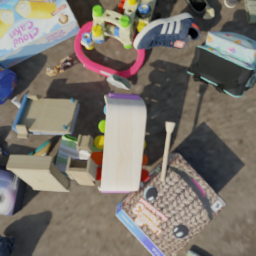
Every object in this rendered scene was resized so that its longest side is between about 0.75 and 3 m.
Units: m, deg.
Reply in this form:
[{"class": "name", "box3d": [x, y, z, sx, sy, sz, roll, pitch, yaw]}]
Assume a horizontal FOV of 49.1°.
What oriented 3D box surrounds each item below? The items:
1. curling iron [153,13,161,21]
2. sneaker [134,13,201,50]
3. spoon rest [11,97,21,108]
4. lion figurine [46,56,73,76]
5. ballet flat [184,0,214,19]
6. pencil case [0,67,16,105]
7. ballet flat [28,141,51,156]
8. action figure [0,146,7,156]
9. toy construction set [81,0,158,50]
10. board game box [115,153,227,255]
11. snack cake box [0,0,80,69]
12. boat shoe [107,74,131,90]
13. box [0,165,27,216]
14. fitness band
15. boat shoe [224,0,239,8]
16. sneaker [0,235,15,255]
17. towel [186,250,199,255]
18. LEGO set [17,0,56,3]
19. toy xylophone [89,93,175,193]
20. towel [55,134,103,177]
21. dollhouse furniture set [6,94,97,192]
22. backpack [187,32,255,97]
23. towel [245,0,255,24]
[{"class": "curling iron", "box3d": [0.725, -3.009, 8.613, 0.281, 0.145, 1.133, 17, 99, -41]}, {"class": "sneaker", "box3d": [1.107, -2.369, 7.371, 1.985, 0.744, 0.839, -28, 75, -20]}, {"class": "spoon rest", "box3d": [-3.081, -0.518, 8.450, 0.954, 0.289, 0.474, 46, 74, -9]}, {"class": "lion figurine", "box3d": [-2.051, -1.847, 8.413, 0.537, 0.877, 0.318, -8, 121, 34]}, {"class": "ballet flat", "box3d": [2.025, -3.821, 8.445, 0.490, 0.419, 1.474, -42, 77, 11]}, {"class": "pencil case", "box3d": [-4.831, -1.548, 8.037, 2.989, 1.166, 1.298, 21, 87, 1]}, {"class": "ballet flat", "box3d": [-2.707, 0.817, 8.353, 1.183, 0.406, 0.373, -33, 113, 2]}, {"class": "action figure", "box3d": [-4.110, 0.613, 8.266, 0.981, 0.513, 0.949, 37, 96, 1]}, {"class": "toy construction set", "box3d": [-0.181, -3.582, 8.106, 1.907, 1.340, 2.908, 9, 83, 11]}, {"class": "board game box", "box3d": [1.125, 2.165, 7.831, 2.349, 1.138, 1.873, -44, 88, -3]}, {"class": "snack cake box", "box3d": [-2.934, -3.056, 8.273, 2.602, 0.874, 1.496, -27, 86, -2]}, {"class": "boat shoe", "box3d": [-0.271, -1.332, 8.208, 0.300, 0.843, 0.294, -13, 66, 40]}, {"class": "box", "box3d": [-3.669, 1.745, 8.058, 1.232, 0.765, 1.242, 10, 87, -1]}, {"class": "fitness band", "box3d": [-0.553, -2.361, 8.501, 2.149, 0.402, 1.543, 22, 84, 1]}, {"class": "boat shoe", "box3d": [3.193, -4.522, 8.556, 0.565, 0.488, 1.556, -2, 87, 0]}, {"class": "sneaker", "box3d": [-3.633, 3.765, 7.975, 0.578, 1.099, 1.521, 14, 118, -21]}, {"class": "towel", "box3d": [1.987, 4.192, 8.171, 1.008, 0.243, 0.863, 32, 88, 2]}, {"class": "LEGO set", "box3d": [-2.318, -4.481, 7.224, 1.424, 1.890, 2.458, 9, 62, 12]}, {"class": "toy xylophone", "box3d": [0.060, 0.525, 7.211, 2.008, 0.689, 2.742, 11, 98, -14]}, {"class": "towel", "box3d": [-1.402, 0.928, 7.795, 1.182, 1.585, 0.243, 18, 42, -6]}, {"class": "dollhouse furniture set", "box3d": [-1.797, 0.346, 7.875, 2.337, 1.615, 2.475, 1, 60, 9]}, {"class": "backpack", "box3d": [2.753, -1.767, 7.577, 1.700, 1.934, 1.482, 30, 114, 26]}, {"class": "towel", "box3d": [4.706, -4.405, 8.663, 2.413, 0.417, 2.324, -4, 90, -2]}]
